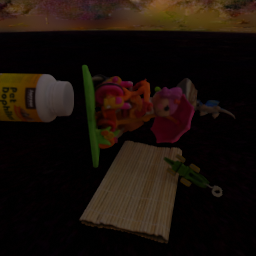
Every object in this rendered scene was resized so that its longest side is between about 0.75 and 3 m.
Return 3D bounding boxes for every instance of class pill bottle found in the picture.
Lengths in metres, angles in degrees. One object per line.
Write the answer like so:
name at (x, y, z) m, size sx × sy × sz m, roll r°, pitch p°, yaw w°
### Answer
pill bottle at (-2.832, -0.837, 7.847) m, size 2.433 × 1.329 × 1.329 m, roll 2°, pitch 23°, yaw 7°

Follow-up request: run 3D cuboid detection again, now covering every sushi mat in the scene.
sushi mat at (0.245, 0.946, 5.260) m, size 1.347 × 0.170 × 2.816 m, roll 6°, pitch 24°, yaw 12°

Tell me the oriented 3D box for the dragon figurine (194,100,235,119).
dragon figurine at (2.591, -0.611, 8.663) m, size 1.407 × 0.414 × 0.700 m, roll 6°, pitch 24°, yaw 17°

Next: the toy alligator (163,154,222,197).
toy alligator at (1.139, 0.864, 5.028) m, size 1.162 × 0.385 × 0.279 m, roll 35°, pitch 2°, yaw 16°

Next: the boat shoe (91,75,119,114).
boat shoe at (-0.690, -0.966, 7.055) m, size 0.839 × 0.756 × 2.333 m, roll -47°, pitch 24°, yaw 5°

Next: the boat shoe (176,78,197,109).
boat shoe at (1.722, -0.731, 8.259) m, size 0.681 × 0.645 × 1.798 m, roll -32°, pitch 27°, yaw 47°

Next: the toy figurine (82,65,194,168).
toy figurine at (0.260, -0.361, 5.548) m, size 2.148 × 2.334 × 1.752 m, roll -7°, pitch 57°, yaw -8°

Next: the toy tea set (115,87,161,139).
toy tea set at (0.143, -0.434, 6.670) m, size 2.085 × 0.772 × 1.240 m, roll -28°, pitch 4°, yaw 30°
